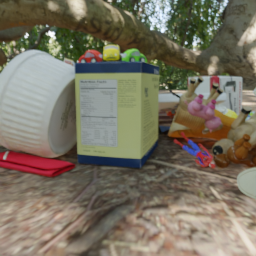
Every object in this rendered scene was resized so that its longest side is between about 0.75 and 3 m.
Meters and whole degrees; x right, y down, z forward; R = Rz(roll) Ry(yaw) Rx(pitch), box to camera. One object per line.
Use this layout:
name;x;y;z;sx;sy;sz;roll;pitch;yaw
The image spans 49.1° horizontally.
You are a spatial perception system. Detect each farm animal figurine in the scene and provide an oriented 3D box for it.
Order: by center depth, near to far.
farm animal figurine;2.323;0.089;6.210;2.457;1.296;2.485;0;44;-21

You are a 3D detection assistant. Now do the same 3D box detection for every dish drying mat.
dish drying mat;-2.190;0.761;6.179;1.989;0.181;0.764;5;10;27

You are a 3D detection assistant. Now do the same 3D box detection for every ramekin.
ramekin;-1.924;-0.481;6.810;1.322;2.518;2.518;18;14;14

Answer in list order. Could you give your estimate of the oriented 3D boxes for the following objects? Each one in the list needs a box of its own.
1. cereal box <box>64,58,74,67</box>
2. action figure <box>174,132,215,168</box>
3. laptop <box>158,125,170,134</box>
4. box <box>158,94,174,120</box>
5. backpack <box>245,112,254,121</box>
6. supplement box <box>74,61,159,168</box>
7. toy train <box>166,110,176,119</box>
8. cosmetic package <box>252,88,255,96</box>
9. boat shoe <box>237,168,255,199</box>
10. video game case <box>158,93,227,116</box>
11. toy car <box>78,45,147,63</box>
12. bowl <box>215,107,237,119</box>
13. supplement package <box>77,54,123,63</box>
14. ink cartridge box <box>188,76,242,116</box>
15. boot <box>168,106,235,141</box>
cereal box;-2.644;-1.771;11.545;0.393;1.990;1.432;16;3;-7
action figure;1.440;0.480;6.169;1.140;0.372;0.564;43;3;38
laptop;0.720;-0.286;10.299;1.366;1.459;0.846;6;50;34
box;1.690;-0.939;12.366;2.510;0.940;1.257;-1;18;-19
backpack;4.245;-0.042;8.537;1.572;1.209;1.283;-17;15;-15
supplement box;-0.152;-0.446;7.001;1.518;2.259;2.262;3;10;15
toy train;1.854;-0.494;9.615;0.823;0.305;1.095;0;-8;-33
cosmetic package;5.323;-0.985;10.065;0.760;0.534;1.498;-13;56;-26
boat shoe;2.451;0.800;4.291;0.474;0.574;1.534;-5;-12;-39
video game case;1.628;-0.761;9.809;2.640;0.313;2.403;-2;-7;-13
toy car;-0.256;-1.848;7.226;1.657;0.393;1.761;-8;11;-32
bowl;3.322;-0.363;10.021;1.228;0.661;1.228;-18;22;8
supplement package;-0.964;-1.763;12.252;1.591;2.656;1.610;-21;23;-23
ink cartridge box;3.779;-1.196;11.967;2.707;1.987;1.122;-10;10;-43
boot;2.382;0.060;8.513;2.113;1.039;2.952;19;-5;6
